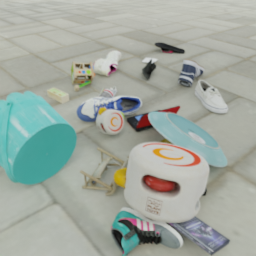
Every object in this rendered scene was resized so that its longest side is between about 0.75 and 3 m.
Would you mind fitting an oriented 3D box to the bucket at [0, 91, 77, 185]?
[{"bbox_3d":[-2.867,0.355,8.278,1.633,2.510,2.510,36,47,28],"label":"bucket"}]

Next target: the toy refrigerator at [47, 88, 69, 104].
[{"bbox_3d":[-3.218,-1.506,12.854,1.067,0.373,0.405,26,41,32],"label":"toy refrigerator"}]

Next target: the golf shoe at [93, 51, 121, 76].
[{"bbox_3d":[-0.931,-3.526,15.588,1.113,0.916,2.433,28,46,16],"label":"golf shoe"}]

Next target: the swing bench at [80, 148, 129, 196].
[{"bbox_3d":[-0.632,1.315,8.276,1.146,0.744,1.140,14,38,19],"label":"swing bench"}]

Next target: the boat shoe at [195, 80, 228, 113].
[{"bbox_3d":[3.685,-1.439,12.411,0.819,0.748,2.275,-6,34,-9],"label":"boat shoe"}]

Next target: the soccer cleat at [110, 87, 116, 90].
[{"bbox_3d":[-0.846,-1.706,13.190,0.268,0.333,0.782,24,40,32],"label":"soccer cleat"}]

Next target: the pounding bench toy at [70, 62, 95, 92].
[{"bbox_3d":[-2.181,-2.451,13.770,1.066,0.849,1.367,-4,75,-21],"label":"pounding bench toy"}]

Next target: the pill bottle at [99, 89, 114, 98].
[{"bbox_3d":[-1.073,-1.198,12.179,0.546,0.546,0.987,16,49,22],"label":"pill bottle"}]

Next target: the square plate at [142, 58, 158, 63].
[{"bbox_3d":[1.306,-4.020,16.844,0.765,0.109,0.758,13,36,20],"label":"square plate"}]

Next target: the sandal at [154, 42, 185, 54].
[{"bbox_3d":[2.669,-5.074,18.233,2.038,0.459,0.765,16,40,-2],"label":"sandal"}]

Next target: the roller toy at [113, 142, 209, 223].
[{"bbox_3d":[0.884,1.335,6.943,2.127,1.486,1.940,1,17,-27],"label":"roller toy"}]

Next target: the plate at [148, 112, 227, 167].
[{"bbox_3d":[1.999,0.191,9.063,2.943,0.376,2.943,27,19,-10],"label":"plate"}]

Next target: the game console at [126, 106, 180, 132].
[{"bbox_3d":[0.933,-0.552,10.839,1.670,0.991,1.439,-14,34,-21],"label":"game console"}]

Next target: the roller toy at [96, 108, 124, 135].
[{"bbox_3d":[-0.688,-0.218,10.216,0.990,0.903,0.692,18,-8,-38],"label":"roller toy"}]

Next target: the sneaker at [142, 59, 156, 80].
[{"bbox_3d":[1.153,-3.136,14.917,0.799,0.460,1.533,-36,27,16],"label":"sneaker"}]

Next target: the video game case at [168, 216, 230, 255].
[{"bbox_3d":[1.580,2.407,6.752,1.499,0.142,1.071,30,13,37],"label":"video game case"}]

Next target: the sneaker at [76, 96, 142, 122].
[{"bbox_3d":[-0.723,-0.878,11.019,2.600,0.979,1.146,-13,-1,-16],"label":"sneaker"}]

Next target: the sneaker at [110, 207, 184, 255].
[{"bbox_3d":[0.294,2.545,6.455,1.748,0.731,1.055,14,32,30],"label":"sneaker"}]

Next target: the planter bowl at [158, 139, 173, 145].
[{"bbox_3d":[1.435,0.761,9.092,1.377,0.574,1.377,-24,12,5],"label":"planter bowl"}]

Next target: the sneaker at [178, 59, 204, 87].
[{"bbox_3d":[3.228,-2.680,14.389,0.802,1.241,2.287,18,7,29],"label":"sneaker"}]

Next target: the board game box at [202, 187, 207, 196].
[{"bbox_3d":[1.207,1.575,8.347,1.882,0.265,1.273,-5,34,-8],"label":"board game box"}]

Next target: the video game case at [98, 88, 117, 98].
[{"bbox_3d":[-0.980,-1.481,12.855,0.711,0.086,0.781,13,56,18],"label":"video game case"}]
